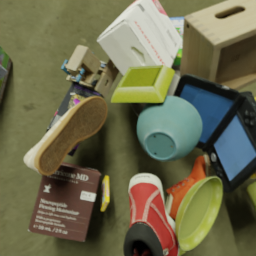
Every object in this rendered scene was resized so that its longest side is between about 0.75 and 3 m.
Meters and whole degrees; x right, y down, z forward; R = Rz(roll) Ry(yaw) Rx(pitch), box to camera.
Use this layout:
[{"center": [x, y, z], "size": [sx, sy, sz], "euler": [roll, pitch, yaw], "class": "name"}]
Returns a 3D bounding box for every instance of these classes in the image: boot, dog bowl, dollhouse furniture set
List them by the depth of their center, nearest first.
[{"center": [0.563, 2.836, 6.406], "size": [1.070, 2.956, 2.133], "euler": [-11, 32, 13], "class": "boot"}, {"center": [-1.230, -1.898, 8.130], "size": [1.232, 1.748, 1.225], "euler": [23, 82, 28], "class": "dollhouse furniture set"}, {"center": [1.988, 1.964, 9.359], "size": [1.308, 0.916, 2.440], "euler": [16, 76, 10], "class": "boot"}, {"center": [1.217, -1.174, 10.225], "size": [2.525, 0.741, 2.525], "euler": [0, 74, 0], "class": "dog bowl"}]

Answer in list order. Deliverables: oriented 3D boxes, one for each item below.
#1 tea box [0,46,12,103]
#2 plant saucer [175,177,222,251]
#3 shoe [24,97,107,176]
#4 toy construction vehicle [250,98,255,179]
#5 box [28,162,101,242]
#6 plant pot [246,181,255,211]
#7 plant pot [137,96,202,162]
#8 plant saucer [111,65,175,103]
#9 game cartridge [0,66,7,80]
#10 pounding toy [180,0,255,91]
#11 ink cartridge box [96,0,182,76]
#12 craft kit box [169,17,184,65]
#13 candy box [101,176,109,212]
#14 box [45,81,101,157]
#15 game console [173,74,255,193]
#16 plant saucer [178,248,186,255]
[{"center": [-5.601, -1.829, 9.375], "size": [1.865, 2.746, 2.791], "euler": [7, 75, 2], "class": "tea box"}, {"center": [1.718, 2.063, 6.933], "size": [0.300, 1.934, 1.934], "euler": [22, 73, 42], "class": "plant saucer"}, {"center": [-1.391, 0.067, 6.492], "size": [0.659, 0.863, 2.468], "euler": [1, 38, 41], "class": "shoe"}, {"center": [3.314, 0.357, 7.212], "size": [0.885, 2.513, 2.188], "euler": [-3, 113, -11], "class": "toy construction vehicle"}, {"center": [-1.683, 1.894, 7.624], "size": [1.459, 1.444, 1.759], "euler": [14, 84, -8], "class": "box"}, {"center": [3.734, 1.909, 7.428], "size": [1.124, 1.124, 1.033], "euler": [-22, 60, -6], "class": "plant pot"}, {"center": [0.846, 0.175, 6.373], "size": [1.540, 1.540, 1.037], "euler": [25, 32, 7], "class": "plant pot"}, {"center": [0.335, -1.102, 6.630], "size": [1.292, 0.310, 1.294], "euler": [2, 42, 24], "class": "plant saucer"}, {"center": [-3.086, -1.036, 5.978], "size": [0.925, 0.616, 0.189], "euler": [-44, 84, -8], "class": "game cartridge"}, {"center": [2.644, -2.140, 7.396], "size": [2.472, 2.275, 1.757], "euler": [-24, 55, -11], "class": "pounding toy"}, {"center": [0.478, -2.589, 8.329], "size": [1.942, 1.131, 2.667], "euler": [51, 37, -22], "class": "ink cartridge box"}, {"center": [2.479, -3.352, 10.609], "size": [2.090, 0.507, 2.064], "euler": [-7, 58, -10], "class": "craft kit box"}, {"center": [-0.673, 1.879, 8.059], "size": [0.121, 0.469, 0.918], "euler": [16, 35, -17], "class": "candy box"}, {"center": [-1.579, -0.262, 7.986], "size": [0.934, 1.076, 1.761], "euler": [26, 55, -9], "class": "box"}, {"center": [2.034, 0.269, 7.058], "size": [1.517, 2.607, 2.293], "euler": [-7, 58, -12], "class": "game console"}, {"center": [1.574, 3.721, 9.242], "size": [0.899, 0.140, 0.899], "euler": [0, 75, 1], "class": "plant saucer"}]
